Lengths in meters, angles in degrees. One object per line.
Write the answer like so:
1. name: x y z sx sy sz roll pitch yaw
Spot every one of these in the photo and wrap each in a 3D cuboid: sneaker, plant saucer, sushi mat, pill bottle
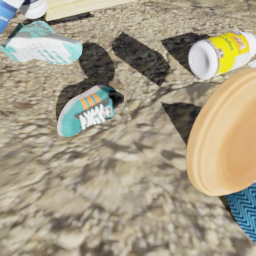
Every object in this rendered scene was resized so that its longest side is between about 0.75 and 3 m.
1. sneaker: -0.851 -0.444 6.971 0.838 0.748 2.097 17 42 25
2. plant saucer: 1.021 0.093 2.439 1.205 1.205 0.226 -23 33 -24
3. sushi mat: -1.068 -3.287 6.311 2.905 1.390 0.176 -1 49 25
4. sneaker: -1.983 -2.092 6.531 2.116 0.821 0.965 10 70 19
5. pill bottle: 3.050 -2.372 8.885 2.126 1.161 1.161 -23 46 -24
6. sneaker: 2.361 0.923 5.164 1.159 1.098 2.870 -6 44 -14
7. pill bottle: -1.773 -2.468 4.694 0.685 1.233 0.685 0 69 0

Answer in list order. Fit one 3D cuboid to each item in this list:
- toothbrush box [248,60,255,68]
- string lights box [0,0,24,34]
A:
1. toothbrush box: 2.262 -0.483 3.621 1.028 1.405 0.599 -25 58 21
2. string lights box: -1.984 -1.822 4.168 0.418 1.419 0.729 22 54 -38
